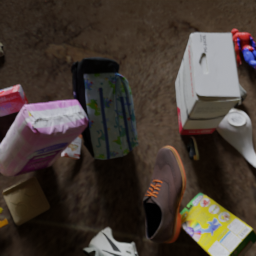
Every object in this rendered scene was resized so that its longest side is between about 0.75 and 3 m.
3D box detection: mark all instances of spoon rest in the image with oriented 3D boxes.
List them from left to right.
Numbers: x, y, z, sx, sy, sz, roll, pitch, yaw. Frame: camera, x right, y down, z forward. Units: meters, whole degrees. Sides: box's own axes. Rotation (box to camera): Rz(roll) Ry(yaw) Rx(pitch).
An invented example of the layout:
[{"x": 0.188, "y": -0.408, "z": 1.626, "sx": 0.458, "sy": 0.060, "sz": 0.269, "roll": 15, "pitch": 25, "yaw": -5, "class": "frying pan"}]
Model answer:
[{"x": 3.551, "y": 0.311, "z": 8.670, "sx": 1.171, "sy": 0.714, "sz": 2.357, "roll": -17, "pitch": 53, "yaw": -9, "class": "spoon rest"}]

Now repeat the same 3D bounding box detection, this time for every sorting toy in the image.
[{"x": -3.088, "y": 2.161, "z": 7.910, "sx": 1.437, "sy": 0.192, "sz": 1.071, "roll": -26, "pitch": 71, "yaw": -20, "class": "sorting toy"}]

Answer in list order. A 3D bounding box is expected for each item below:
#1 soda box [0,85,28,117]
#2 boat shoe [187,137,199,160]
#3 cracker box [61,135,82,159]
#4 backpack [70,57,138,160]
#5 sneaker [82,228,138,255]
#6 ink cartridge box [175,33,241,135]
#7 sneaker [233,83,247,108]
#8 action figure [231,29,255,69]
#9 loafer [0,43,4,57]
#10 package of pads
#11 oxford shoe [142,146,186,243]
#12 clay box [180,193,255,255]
[{"x": -4.259, "y": -0.702, "z": 8.876, "sx": 1.957, "sy": 0.685, "sz": 0.621, "roll": -18, "pitch": 29, "yaw": -5, "class": "soda box"}, {"x": 1.922, "y": 0.606, "z": 8.450, "sx": 0.293, "sy": 0.352, "sz": 0.943, "roll": -9, "pitch": 39, "yaw": 10, "class": "boat shoe"}, {"x": -1.713, "y": 0.541, "z": 8.514, "sx": 0.510, "sy": 0.219, "sz": 0.761, "roll": 16, "pitch": 70, "yaw": -35, "class": "cracker box"}, {"x": -0.684, "y": -0.431, "z": 7.991, "sx": 2.084, "sy": 2.211, "sz": 2.710, "roll": 4, "pitch": 91, "yaw": -16, "class": "backpack"}, {"x": 0.049, "y": 3.459, "z": 6.962, "sx": 2.316, "sy": 0.858, "sz": 1.025, "roll": 44, "pitch": 58, "yaw": 5, "class": "sneaker"}, {"x": 2.133, "y": -1.112, "z": 8.021, "sx": 1.115, "sy": 2.674, "sz": 1.942, "roll": -1, "pitch": 71, "yaw": 0, "class": "ink cartridge box"}, {"x": 3.215, "y": -1.544, "z": 9.480, "sx": 0.756, "sy": 0.705, "sz": 1.907, "roll": -29, "pitch": 73, "yaw": -25, "class": "sneaker"}, {"x": 4.308, "y": -2.600, "z": 9.941, "sx": 0.850, "sy": 0.672, "sz": 2.600, "roll": -10, "pitch": 61, "yaw": -11, "class": "action figure"}, {"x": -4.752, "y": -2.965, "z": 10.298, "sx": 0.316, "sy": 0.341, "sz": 0.906, "roll": -12, "pitch": 70, "yaw": -19, "class": "loafer"}, {"x": -2.331, "y": 0.310, "z": 7.336, "sx": 1.551, "sy": 2.575, "sz": 0.974, "roll": -10, "pitch": 68, "yaw": -45, "class": "package of pads"}, {"x": 0.916, "y": 1.703, "z": 7.457, "sx": 0.918, "sy": 0.936, "sz": 2.580, "roll": -14, "pitch": 66, "yaw": 42, "class": "oxford shoe"}, {"x": 2.136, "y": 2.535, "z": 7.121, "sx": 1.109, "sy": 1.931, "sz": 0.459, "roll": -43, "pitch": 115, "yaw": -7, "class": "clay box"}]
